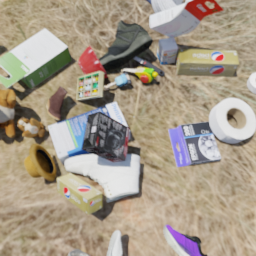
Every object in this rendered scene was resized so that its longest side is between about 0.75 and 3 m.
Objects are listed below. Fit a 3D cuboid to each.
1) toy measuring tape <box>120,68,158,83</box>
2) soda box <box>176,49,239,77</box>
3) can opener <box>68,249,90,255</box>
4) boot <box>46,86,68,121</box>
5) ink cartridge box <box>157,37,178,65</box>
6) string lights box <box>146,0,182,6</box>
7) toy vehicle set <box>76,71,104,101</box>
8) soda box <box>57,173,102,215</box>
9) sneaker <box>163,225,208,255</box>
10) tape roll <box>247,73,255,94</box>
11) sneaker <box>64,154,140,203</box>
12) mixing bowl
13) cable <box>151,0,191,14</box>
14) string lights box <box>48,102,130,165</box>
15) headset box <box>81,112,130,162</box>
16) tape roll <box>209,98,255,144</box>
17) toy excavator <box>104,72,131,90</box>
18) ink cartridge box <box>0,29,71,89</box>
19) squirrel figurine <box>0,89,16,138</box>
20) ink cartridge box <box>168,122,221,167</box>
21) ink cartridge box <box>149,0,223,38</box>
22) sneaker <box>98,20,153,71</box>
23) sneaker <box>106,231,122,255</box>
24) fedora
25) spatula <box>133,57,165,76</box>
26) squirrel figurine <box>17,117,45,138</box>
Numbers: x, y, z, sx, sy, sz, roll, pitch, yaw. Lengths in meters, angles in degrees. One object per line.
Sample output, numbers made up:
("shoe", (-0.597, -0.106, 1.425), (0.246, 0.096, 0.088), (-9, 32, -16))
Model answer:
("toy measuring tape", (0.468, -2.113, 11.278), (1.636, 0.602, 0.602), (10, 60, 32))
("soda box", (3.150, -2.629, 11.314), (2.320, 0.786, 0.742), (2, 62, 1))
("can opener", (-0.569, 4.312, 7.828), (2.734, 0.729, 0.914), (24, 96, 11))
("boot", (-2.532, -0.910, 10.186), (0.997, 0.434, 1.198), (-52, 47, 10))
("ink cartridge box", (1.604, -3.158, 11.545), (0.643, 0.873, 0.632), (-12, 63, -6))
("string lights box", (1.470, -6.260, 13.011), (0.675, 1.176, 2.289), (-37, 68, -17))
("toy vehicle set", (-1.431, -1.524, 10.372), (0.191, 1.443, 0.896), (6, 84, -42))
("soda box", (-1.498, 1.956, 8.482), (0.551, 0.521, 1.628), (-16, 26, -43))
("sneaker", (1.728, 3.417, 8.317), (0.761, 0.532, 1.531), (-34, 71, -23))
("tape roll", (5.227, -1.770, 11.129), (0.913, 0.319, 0.913), (0, 63, 0))
("sneaker", (-0.874, 1.642, 8.991), (2.517, 0.927, 1.455), (-3, 69, 8))
("mixing bowl", (-1.454, -2.409, 10.954), (0.767, 1.417, 1.417), (-30, 66, 0))
("cable", (2.162, -5.716, 12.148), (2.395, 0.829, 2.395), (25, 93, -25))
("string lights box", (-1.338, 0.176, 9.836), (2.551, 0.752, 1.311), (-20, 65, -10))
("headset box", (-0.576, 0.327, 8.276), (0.566, 1.466, 1.091), (-12, 62, 39))
("tape roll", (3.711, -0.246, 9.985), (1.577, 0.552, 1.577), (4, 71, -12))
("toy excavator", (-0.440, -1.779, 10.952), (0.865, 0.841, 0.432), (-22, 89, -34))
("ink cartridge box", (-3.907, -2.591, 11.250), (1.503, 0.859, 2.896), (41, 69, 19))
("squirrel figurine", (-5.080, -0.756, 9.573), (2.062, 1.563, 2.209), (-4, 35, -31))
("ink cartridge box", (2.314, 0.552, 9.900), (1.516, 0.329, 1.501), (-9, 63, -4))
("ink cartridge box", (2.147, -3.969, 10.236), (2.215, 1.800, 0.632), (-2, 92, 34))
("sneaker", (-0.377, -3.345, 11.318), (2.464, 0.942, 1.411), (-32, 75, 8))
("sneaker", (-0.332, 3.363, 7.859), (0.381, 0.361, 0.946), (17, 86, -11))
("fedora", (-2.842, 1.176, 8.858), (0.581, 1.424, 1.424), (-26, 64, 5))
("spatula", (0.461, -2.792, 11.629), (2.430, 0.250, 0.687), (33, 90, 11))
("squirrel figurine", (-3.455, 0.001, 9.952), (0.892, 0.955, 0.676), (17, 84, 40))
